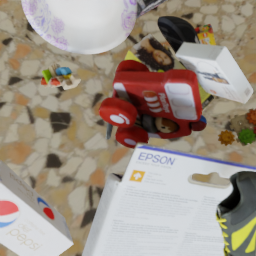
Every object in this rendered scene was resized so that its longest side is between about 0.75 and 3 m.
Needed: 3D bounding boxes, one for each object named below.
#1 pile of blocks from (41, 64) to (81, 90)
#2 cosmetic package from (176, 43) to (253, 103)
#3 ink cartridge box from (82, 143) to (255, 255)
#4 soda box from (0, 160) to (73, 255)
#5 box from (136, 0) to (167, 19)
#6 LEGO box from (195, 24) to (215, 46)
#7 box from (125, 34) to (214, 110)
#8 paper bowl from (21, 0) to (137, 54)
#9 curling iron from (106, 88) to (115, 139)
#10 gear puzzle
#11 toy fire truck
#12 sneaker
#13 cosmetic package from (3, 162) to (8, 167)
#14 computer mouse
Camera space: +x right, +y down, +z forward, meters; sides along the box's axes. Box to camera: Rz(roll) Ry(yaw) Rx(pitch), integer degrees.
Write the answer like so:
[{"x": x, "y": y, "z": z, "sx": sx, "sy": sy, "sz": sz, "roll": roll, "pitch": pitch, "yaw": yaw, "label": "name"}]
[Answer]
[{"x": -1.764, "y": -1.235, "z": 6.779, "sx": 1.431, "sy": 0.587, "sz": 0.445, "roll": 9, "pitch": 24, "yaw": 42, "label": "pile of blocks"}, {"x": 1.350, "y": -0.857, "z": 4.370, "sx": 0.280, "sy": 1.084, "sz": 0.817, "roll": -54, "pitch": 37, "yaw": -2, "label": "cosmetic package"}, {"x": 0.883, "y": 1.683, "z": 4.934, "sx": 2.980, "sy": 0.606, "sz": 2.986, "roll": 13, "pitch": 110, "yaw": -22, "label": "ink cartridge box"}, {"x": -1.579, "y": 1.178, "z": 3.907, "sx": 0.636, "sy": 1.868, "sz": 0.595, "roll": -36, "pitch": 35, "yaw": -6, "label": "soda box"}, {"x": 0.282, "y": -4.517, "z": 7.771, "sx": 1.528, "sy": 1.327, "sz": 2.313, "roll": -34, "pitch": 100, "yaw": -9, "label": "box"}, {"x": 1.953, "y": -2.205, "z": 7.356, "sx": 0.619, "sy": 0.831, "sz": 0.321, "roll": -12, "pitch": 44, "yaw": 18, "label": "LEGO box"}, {"x": 0.906, "y": -1.098, "z": 6.285, "sx": 2.054, "sy": 0.515, "sz": 0.773, "roll": 45, "pitch": 68, "yaw": 2, "label": "box"}, {"x": -1.017, "y": -2.973, "z": 6.298, "sx": 2.449, "sy": 2.449, "sz": 1.274, "roll": 2, "pitch": 59, "yaw": 1, "label": "paper bowl"}, {"x": -0.389, "y": -0.586, "z": 8.597, "sx": 0.487, "sy": 0.251, "sz": 1.964, "roll": 13, "pitch": 70, "yaw": 5, "label": "curling iron"}, {"x": 2.395, "y": -0.031, "z": 5.538, "sx": 1.302, "sy": 0.170, "sz": 0.674, "roll": -23, "pitch": 69, "yaw": 13, "label": "gear puzzle"}, {"x": 0.546, "y": -0.327, "z": 5.154, "sx": 1.667, "sy": 1.985, "sz": 1.113, "roll": 8, "pitch": 62, "yaw": 26, "label": "toy fire truck"}, {"x": 1.383, "y": 1.285, "z": 3.570, "sx": 0.698, "sy": 0.614, "sz": 1.648, "roll": 19, "pitch": 92, "yaw": 0, "label": "sneaker"}, {"x": -2.889, "y": 1.202, "z": 5.605, "sx": 0.422, "sy": 1.187, "sz": 0.625, "roll": 43, "pitch": 111, "yaw": 2, "label": "cosmetic package"}, {"x": 1.135, "y": -1.764, "z": 5.953, "sx": 0.447, "sy": 1.941, "sz": 1.363, "roll": -47, "pitch": 40, "yaw": 1, "label": "computer mouse"}]
